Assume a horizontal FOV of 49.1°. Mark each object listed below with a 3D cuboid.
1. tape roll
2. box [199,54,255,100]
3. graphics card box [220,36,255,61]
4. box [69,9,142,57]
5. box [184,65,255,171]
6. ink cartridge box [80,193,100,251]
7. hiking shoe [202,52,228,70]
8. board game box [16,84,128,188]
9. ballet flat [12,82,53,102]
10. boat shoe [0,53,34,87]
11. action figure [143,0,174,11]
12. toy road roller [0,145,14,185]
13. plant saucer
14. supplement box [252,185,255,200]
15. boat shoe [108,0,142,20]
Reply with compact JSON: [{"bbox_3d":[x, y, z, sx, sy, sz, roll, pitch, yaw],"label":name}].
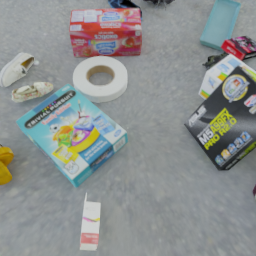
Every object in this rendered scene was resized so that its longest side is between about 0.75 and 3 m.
[{"bbox_3d":[-0.888,-1.591,9.054,1.778,0.325,1.778,1,58,-1],"label":"tape roll"},{"bbox_3d":[3.304,-0.981,8.224,1.161,1.046,2.064,-37,66,-20],"label":"box"},{"bbox_3d":[3.910,-2.728,9.577,1.355,0.345,0.850,-19,57,-33],"label":"graphics card box"},{"bbox_3d":[-0.744,-3.271,9.657,2.371,1.132,1.182,-2,57,-1],"label":"box"},{"bbox_3d":[2.661,-0.211,7.162,0.475,2.144,1.717,6,43,-44],"label":"box"},{"bbox_3d":[-0.857,2.143,6.443,0.386,0.666,1.144,5,55,-7],"label":"ink cartridge box"},{"bbox_3d":[2.995,-2.351,9.516,0.520,0.391,1.033,40,66,20],"label":"hiking shoe"},{"bbox_3d":[-1.559,0.097,7.759,2.497,0.586,1.885,39,67,23],"label":"board game box"},{"bbox_3d":[-2.895,-1.135,8.480,1.285,0.411,0.486,-26,61,-20],"label":"ballet flat"},{"bbox_3d":[-3.590,-1.883,9.143,0.524,0.532,1.501,16,54,17],"label":"boat shoe"},{"bbox_3d":[1.072,-5.894,11.277,1.517,1.303,2.553,-6,55,-17],"label":"action figure"},{"bbox_3d":[-3.693,1.024,7.032,1.641,1.009,1.198,-33,75,-20],"label":"toy road roller"},{"bbox_3d":[3.509,-3.986,10.613,0.999,0.271,2.858,22,61,8],"label":"plant saucer"},{"bbox_3d":[3.874,2.176,6.140,1.280,0.993,2.320,-15,58,5],"label":"supplement box"},{"bbox_3d":[-0.069,-4.902,11.001,1.841,0.632,0.775,38,65,22],"label":"boat shoe"}]
